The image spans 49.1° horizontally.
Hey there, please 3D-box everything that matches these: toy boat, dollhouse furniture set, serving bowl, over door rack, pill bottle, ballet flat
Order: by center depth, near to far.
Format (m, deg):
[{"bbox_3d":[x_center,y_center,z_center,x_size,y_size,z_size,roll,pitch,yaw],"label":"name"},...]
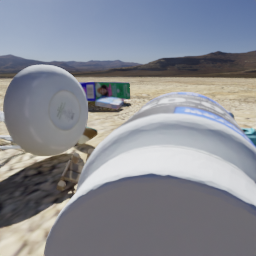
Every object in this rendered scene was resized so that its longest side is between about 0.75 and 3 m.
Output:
[{"bbox_3d":[0.445,0.519,2.561,1.516,1.516,2.665,3,13,12],"label":"pill bottle"},{"bbox_3d":[-0.622,0.813,4.410,0.748,0.428,0.877,19,41,0],"label":"dollhouse furniture set"},{"bbox_3d":[-1.414,-0.332,5.482,0.605,1.840,1.840,2,11,37],"label":"serving bowl"},{"bbox_3d":[-3.533,0.088,5.846,2.115,0.954,2.863,8,15,35],"label":"over door rack"},{"bbox_3d":[2.147,0.124,6.042,1.396,0.772,1.661,3,13,14],"label":"toy boat"},{"bbox_3d":[-1.167,0.170,6.729,1.103,0.399,0.374,9,-26,43],"label":"ballet flat"}]

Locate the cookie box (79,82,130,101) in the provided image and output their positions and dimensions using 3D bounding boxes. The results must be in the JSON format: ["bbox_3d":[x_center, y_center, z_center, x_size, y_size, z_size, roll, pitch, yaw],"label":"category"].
[{"bbox_3d":[-1.422,-1.795,13.876,2.067,0.908,2.417,4,10,42],"label":"cookie box"}]

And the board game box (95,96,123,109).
[{"bbox_3d":[-0.785,-1.096,12.001,0.992,0.215,0.987,10,22,8],"label":"board game box"}]
